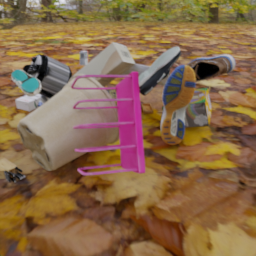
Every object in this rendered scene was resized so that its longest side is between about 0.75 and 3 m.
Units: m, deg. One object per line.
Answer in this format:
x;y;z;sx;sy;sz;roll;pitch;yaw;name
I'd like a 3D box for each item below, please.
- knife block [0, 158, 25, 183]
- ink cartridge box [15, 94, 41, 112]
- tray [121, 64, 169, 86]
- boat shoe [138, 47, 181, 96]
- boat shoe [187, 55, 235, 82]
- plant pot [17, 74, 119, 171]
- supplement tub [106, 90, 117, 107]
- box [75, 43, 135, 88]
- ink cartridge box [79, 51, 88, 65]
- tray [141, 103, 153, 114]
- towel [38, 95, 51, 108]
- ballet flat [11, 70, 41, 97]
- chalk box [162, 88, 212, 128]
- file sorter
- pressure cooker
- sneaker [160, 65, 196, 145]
-3.384;1.229;8.185;0.818;0.298;0.932;-2;26;-6;knife block
-4.456;-1.195;12.841;0.803;0.463;1.099;13;29;24;ink cartridge box
0.314;-2.182;11.206;2.825;0.313;1.517;17;-2;27;tray
1.067;-1.925;9.621;2.013;0.607;0.761;-37;28;22;boat shoe
2.514;-2.018;9.701;0.812;0.810;2.244;-26;9;-31;boat shoe
-1.917;-0.021;8.629;2.571;2.571;2.353;23;46;38;plant pot
-0.653;-1.180;11.094;0.969;0.699;0.699;-5;25;-36;supplement tub
-0.901;-2.156;10.384;2.088;0.812;0.992;-32;-9;29;box
-1.698;-2.754;10.968;0.228;0.494;0.906;3;20;3;ink cartridge box
0.853;-0.867;12.492;0.405;0.152;0.821;-1;29;-5;tray
-2.959;-0.638;10.753;0.217;1.339;1.824;-26;25;2;towel
-3.013;-1.293;8.523;0.594;0.594;1.656;-19;41;-33;ballet flat
2.210;-0.727;10.771;1.752;1.090;1.084;-3;36;25;chalk box
-0.615;-0.051;7.245;1.524;2.430;1.689;-3;-2;-17;file sorter
-3.034;-1.916;10.236;1.558;1.370;1.392;20;39;-40;pressure cooker
1.554;-0.820;9.534;1.005;2.670;1.177;11;16;0;sneaker
